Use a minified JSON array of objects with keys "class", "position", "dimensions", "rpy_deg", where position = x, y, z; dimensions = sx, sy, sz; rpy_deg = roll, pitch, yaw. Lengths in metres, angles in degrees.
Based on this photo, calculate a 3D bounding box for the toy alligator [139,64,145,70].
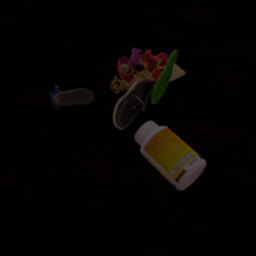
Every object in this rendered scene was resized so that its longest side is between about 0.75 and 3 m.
[{"class":"toy alligator","position":[0.590,-2.976,13.000],"dimensions":[0.279,0.385,1.162],"rpy_deg":[-42,32,8]}]

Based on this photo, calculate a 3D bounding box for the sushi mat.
[{"class":"sushi mat","position":[1.132,-2.285,12.705],"dimensions":[2.816,0.170,1.347],"rpy_deg":[-29,58,-19]}]

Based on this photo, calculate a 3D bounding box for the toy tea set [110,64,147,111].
[{"class":"toy tea set","position":[-0.021,-1.545,11.282],"dimensions":[1.240,0.772,2.085],"rpy_deg":[-21,92,-11]}]

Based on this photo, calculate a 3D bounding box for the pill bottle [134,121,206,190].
[{"class":"pill bottle","position":[1.359,0.868,9.647],"dimensions":[1.329,1.329,2.433],"rpy_deg":[-35,63,-22]}]

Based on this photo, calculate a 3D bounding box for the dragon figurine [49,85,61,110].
[{"class":"dragon figurine","position":[-3.114,-1.367,11.911],"dimensions":[0.700,0.414,1.407],"rpy_deg":[-25,59,-17]}]

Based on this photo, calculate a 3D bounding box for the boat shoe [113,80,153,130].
[{"class":"boat shoe","position":[0.222,-0.953,10.435],"dimensions":[0.839,0.756,2.333],"rpy_deg":[46,58,-23]}]

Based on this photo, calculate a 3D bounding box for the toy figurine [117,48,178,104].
[{"class":"toy figurine","position":[0.603,-2.464,11.489],"dimensions":[2.148,2.334,1.752],"rpy_deg":[29,26,15]}]

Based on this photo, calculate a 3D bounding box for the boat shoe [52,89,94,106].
[{"class":"boat shoe","position":[-2.251,-1.248,11.495],"dimensions":[1.798,0.645,0.681],"rpy_deg":[-6,93,-37]}]
